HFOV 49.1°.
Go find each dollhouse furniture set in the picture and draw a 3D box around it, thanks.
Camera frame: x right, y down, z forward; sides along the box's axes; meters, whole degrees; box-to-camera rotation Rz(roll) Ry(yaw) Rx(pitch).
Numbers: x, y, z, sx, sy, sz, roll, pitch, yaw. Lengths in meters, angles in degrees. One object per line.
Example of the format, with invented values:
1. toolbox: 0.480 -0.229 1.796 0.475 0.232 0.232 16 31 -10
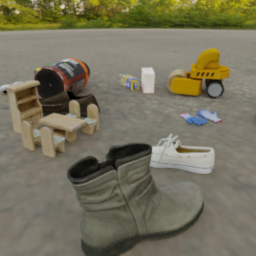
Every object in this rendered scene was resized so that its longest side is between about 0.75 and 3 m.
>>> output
1. dollhouse furniture set: -2.344 -0.453 8.284 2.275 1.481 2.090 13 27 27

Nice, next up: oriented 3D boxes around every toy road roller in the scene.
1. toy road roller: 3.083 -2.476 12.298 2.613 1.907 1.606 5 24 11

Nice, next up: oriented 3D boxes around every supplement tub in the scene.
1. supplement tub: -2.667 -2.149 12.104 1.508 1.508 2.821 8 24 17

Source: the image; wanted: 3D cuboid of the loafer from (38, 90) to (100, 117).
1. loafer: -2.265 -0.956 10.133 2.502 0.893 0.913 1 24 2

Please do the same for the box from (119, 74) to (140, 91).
1. box: 0.043 -2.207 13.440 0.456 0.497 1.419 -11 26 -24

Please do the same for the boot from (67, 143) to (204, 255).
1. boot: 0.335 1.020 4.678 2.612 1.706 0.884 -14 28 -29

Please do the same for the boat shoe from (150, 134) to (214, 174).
1. boat shoe: 1.105 0.534 6.844 1.970 0.840 0.728 9 25 19

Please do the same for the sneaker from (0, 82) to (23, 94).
1. sneaker: -5.099 -1.718 12.524 1.079 0.419 0.755 -21 32 -21

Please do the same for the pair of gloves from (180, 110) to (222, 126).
1. pair of gloves: 2.563 -0.374 9.750 1.369 0.156 1.101 -12 27 -23

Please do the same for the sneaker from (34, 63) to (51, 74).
1. sneaker: -4.399 -3.109 15.527 0.660 0.604 1.549 21 39 25

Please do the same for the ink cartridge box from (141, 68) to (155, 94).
1. ink cartridge box: 0.904 -2.249 13.038 0.526 0.908 1.559 0 23 0
